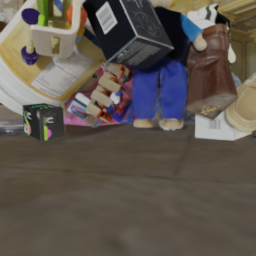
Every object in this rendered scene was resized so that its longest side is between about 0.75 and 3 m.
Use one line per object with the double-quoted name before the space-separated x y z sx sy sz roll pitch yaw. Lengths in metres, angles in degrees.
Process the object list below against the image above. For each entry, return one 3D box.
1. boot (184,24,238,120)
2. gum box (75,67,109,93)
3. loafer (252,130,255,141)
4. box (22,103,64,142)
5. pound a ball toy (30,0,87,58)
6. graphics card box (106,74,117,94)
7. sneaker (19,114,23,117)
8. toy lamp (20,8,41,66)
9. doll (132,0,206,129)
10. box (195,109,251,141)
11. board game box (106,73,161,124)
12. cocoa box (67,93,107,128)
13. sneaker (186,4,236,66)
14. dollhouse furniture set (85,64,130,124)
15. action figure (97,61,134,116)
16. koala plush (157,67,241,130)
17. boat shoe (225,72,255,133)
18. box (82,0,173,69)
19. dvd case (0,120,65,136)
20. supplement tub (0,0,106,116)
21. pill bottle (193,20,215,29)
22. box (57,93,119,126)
"boot" 1.205 -1.001 5.676 1.886 2.023 0.650 -19 -37 38
"gum box" -1.793 -1.950 10.094 2.424 1.375 0.801 1 5 26
"loafer" 3.247 -0.067 5.177 1.997 0.628 0.717 -2 6 -7
"box" -1.560 -0.127 5.129 0.469 0.560 0.754 -12 20 -41
"pound a ball toy" -1.040 -1.878 4.356 0.788 1.209 1.854 4 0 -15
"graphics card box" 0.587 -2.019 8.867 0.714 2.806 1.760 41 19 28
"sneaker" -2.967 -0.770 10.869 2.535 1.058 1.022 -5 7 -40
"toy lamp" -1.700 -1.522 4.892 0.349 0.349 1.198 -2 -23 -23
"doll" 0.539 -1.452 5.605 1.966 2.881 0.698 3 4 9
"box" 2.085 -0.133 6.045 0.807 0.633 1.298 4 6 37
"board game box" 0.705 -1.433 8.173 0.629 2.811 1.890 38 18 25
"cocoa box" -1.037 -0.444 7.194 0.831 0.545 0.554 33 4 2
"sneaker" 2.755 -2.693 8.478 0.959 0.884 2.398 -15 -36 41
"dollhouse furniture set" -0.341 -0.679 5.535 0.558 1.071 1.083 31 28 -6
"action figure" 0.185 -1.432 6.963 1.801 2.419 1.620 13 13 -9
"koala plush" 1.729 -0.874 7.552 2.273 2.016 2.089 1 15 -39
"boat shoe" 2.550 -0.766 5.074 2.164 0.781 0.703 -39 -18 -25
"box" 0.016 -1.673 4.634 0.706 1.139 1.119 -32 -15 36
"dvd case" -3.119 -0.049 7.422 2.124 0.228 2.856 -3 6 -30
"supplement tub" -1.782 -1.848 6.636 2.972 2.146 2.146 -40 -10 20
"pill bottle" 2.067 -2.106 7.371 0.987 0.987 1.859 2 5 25
"box" -1.369 -0.688 9.876 2.189 1.058 1.925 3 6 37
